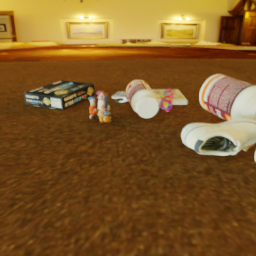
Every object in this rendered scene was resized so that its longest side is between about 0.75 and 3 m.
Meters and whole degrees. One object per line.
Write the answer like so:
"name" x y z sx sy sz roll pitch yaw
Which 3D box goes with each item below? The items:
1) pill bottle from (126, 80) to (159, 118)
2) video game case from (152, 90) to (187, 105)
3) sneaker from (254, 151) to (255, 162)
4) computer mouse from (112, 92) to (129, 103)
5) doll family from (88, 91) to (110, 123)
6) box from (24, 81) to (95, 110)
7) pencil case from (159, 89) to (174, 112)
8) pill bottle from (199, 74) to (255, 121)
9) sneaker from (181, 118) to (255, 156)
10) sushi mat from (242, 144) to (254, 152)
"pill bottle" 0.530 -1.096 10.587 0.966 0.966 1.764 -4 29 -9
"video game case" 1.642 -1.479 13.266 1.889 0.238 2.076 0 21 -2
"sneaker" 3.847 0.481 6.949 0.862 0.549 1.491 7 32 44
"computer mouse" -0.013 -1.328 12.437 1.623 0.356 0.890 9 42 40
"doll family" -0.878 -0.667 9.812 0.719 0.990 1.596 -3 -4 -23
"box" -3.049 -1.563 12.866 2.052 0.594 2.582 10 25 24
"pencil case" 1.605 -1.161 11.493 0.553 0.553 1.251 5 32 14
"pill bottle" 3.597 -0.824 9.210 1.382 1.382 2.421 -9 26 -22
"sneaker" 2.651 0.342 7.359 2.502 0.914 0.886 -6 34 -16
"sushi mat" 3.121 0.333 8.300 0.513 0.065 1.073 -26 42 -32
